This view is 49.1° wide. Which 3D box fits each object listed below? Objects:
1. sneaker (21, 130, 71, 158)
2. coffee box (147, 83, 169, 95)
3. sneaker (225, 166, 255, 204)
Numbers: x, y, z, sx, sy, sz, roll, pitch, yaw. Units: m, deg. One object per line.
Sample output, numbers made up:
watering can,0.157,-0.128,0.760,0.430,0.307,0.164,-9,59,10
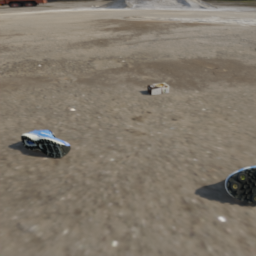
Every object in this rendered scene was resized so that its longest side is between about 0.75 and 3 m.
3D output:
sneaker,-2.643,0.403,9.319,1.879,0.738,0.838,15,35,25
coffee box,1.484,-1.933,13.888,0.944,0.377,0.534,-10,31,-18
sneaker,3.925,1.314,7.597,2.940,1.057,1.066,-11,2,-11
